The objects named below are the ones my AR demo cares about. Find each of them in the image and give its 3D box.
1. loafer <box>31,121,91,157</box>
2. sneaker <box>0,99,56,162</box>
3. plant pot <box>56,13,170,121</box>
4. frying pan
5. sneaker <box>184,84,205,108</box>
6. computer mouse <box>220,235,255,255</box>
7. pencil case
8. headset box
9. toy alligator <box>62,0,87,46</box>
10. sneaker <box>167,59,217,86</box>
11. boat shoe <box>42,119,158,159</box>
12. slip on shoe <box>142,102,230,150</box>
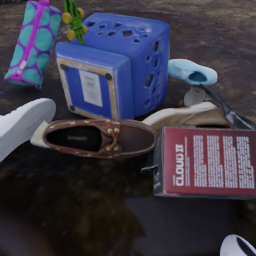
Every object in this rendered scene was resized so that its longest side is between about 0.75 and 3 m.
[{"bbox_3d":[-1.241,0.238,6.234,1.901,0.649,0.719,10,-4,8],"label":"loafer"},{"bbox_3d":[-3.068,-0.157,6.805,1.448,0.923,2.505,22,43,22],"label":"sneaker"},{"bbox_3d":[-0.427,-1.452,7.439,2.376,2.377,2.137,20,46,25],"label":"plant pot"},{"bbox_3d":[2.583,-0.119,6.386,2.657,0.432,1.607,35,19,10],"label":"frying pan"},{"bbox_3d":[1.829,-0.685,7.701,0.484,0.687,1.294,16,38,19],"label":"sneaker"},{"bbox_3d":[1.749,2.201,3.715,0.377,0.942,1.718,6,24,-30],"label":"computer mouse"},{"bbox_3d":[-2.902,-2.528,8.658,1.103,2.591,1.197,15,-2,-7],"label":"pencil case"},{"bbox_3d":[1.502,0.684,4.693,2.566,1.910,0.991,1,75,1],"label":"headset box"},{"bbox_3d":[-1.272,-2.572,6.327,0.342,1.425,0.472,23,46,36],"label":"toy alligator"},{"bbox_3d":[1.646,-1.566,7.838,1.607,0.594,0.658,17,23,27],"label":"sneaker"},{"bbox_3d":[-0.507,0.231,5.472,2.263,0.797,0.796,0,2,-4],"label":"boat shoe"},{"bbox_3d":[1.253,0.093,6.544,2.585,0.983,0.783,-14,48,-29],"label":"slip on shoe"}]
